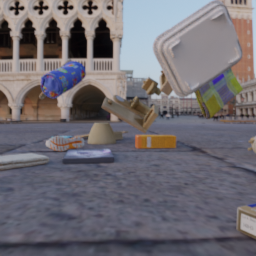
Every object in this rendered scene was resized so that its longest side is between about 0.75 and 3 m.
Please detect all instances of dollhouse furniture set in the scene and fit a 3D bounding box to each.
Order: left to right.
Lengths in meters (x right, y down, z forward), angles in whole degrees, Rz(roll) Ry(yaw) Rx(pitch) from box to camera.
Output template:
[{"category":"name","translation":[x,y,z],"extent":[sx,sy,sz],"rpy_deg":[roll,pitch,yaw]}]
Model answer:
[{"category":"dollhouse furniture set","translation":[0.645,-2.024,13.520],"extent":[2.393,2.937,2.793],"rpy_deg":[30,26,-10]}]

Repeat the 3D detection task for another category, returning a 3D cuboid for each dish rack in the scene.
[{"category":"dish rack","translation":[1.886,-1.940,7.129],"extent":[2.161,1.854,0.470],"rpy_deg":[-34,26,-2]}]

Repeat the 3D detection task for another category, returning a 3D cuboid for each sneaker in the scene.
[{"category":"sneaker","translation":[-2.455,0.644,10.812],"extent":[1.468,0.574,0.567],"rpy_deg":[3,-13,-34]}]

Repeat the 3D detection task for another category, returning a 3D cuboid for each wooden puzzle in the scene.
[{"category":"wooden puzzle","translation":[-3.125,-2.082,12.229],"extent":[1.683,0.313,1.557],"rpy_deg":[-41,14,45]}]

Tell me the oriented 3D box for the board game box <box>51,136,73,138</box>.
[{"category":"board game box","translation":[-3.549,0.582,15.050],"extent":[0.930,0.218,0.702],"rpy_deg":[1,3,15]}]

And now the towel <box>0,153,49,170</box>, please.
[{"category":"towel","translation":[-2.982,0.895,7.533],"extent":[0.974,0.253,1.470],"rpy_deg":[4,4,43]}]

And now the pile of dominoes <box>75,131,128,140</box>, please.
[{"category":"pile of dominoes","translation":[-1.598,0.567,16.323],"extent":[2.284,0.467,2.931],"rpy_deg":[-3,-4,-43]}]

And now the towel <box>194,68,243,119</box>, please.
[{"category":"towel","translation":[3.208,-1.651,10.236],"extent":[2.672,1.919,0.304],"rpy_deg":[-33,12,-34]}]

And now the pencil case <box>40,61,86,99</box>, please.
[{"category":"pencil case","translation":[-2.211,-1.714,9.590],"extent":[0.893,0.803,2.057],"rpy_deg":[27,30,2]}]

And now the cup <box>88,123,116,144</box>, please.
[{"category":"cup","translation":[-1.283,0.254,13.756],"extent":[1.388,0.993,1.388],"rpy_deg":[1,2,0]}]

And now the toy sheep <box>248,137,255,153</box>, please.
[{"category":"toy sheep","translation":[4.428,0.599,9.072],"extent":[0.806,0.806,1.168],"rpy_deg":[-1,23,-23]}]

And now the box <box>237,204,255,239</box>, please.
[{"category":"box","translation":[2.422,1.044,3.100],"extent":[2.055,0.333,1.245],"rpy_deg":[0,2,-27]}]

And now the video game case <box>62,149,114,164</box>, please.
[{"category":"video game case","translation":[-1.240,0.870,8.806],"extent":[1.443,0.192,2.020],"rpy_deg":[0,2,-8]}]

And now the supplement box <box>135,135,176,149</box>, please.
[{"category":"supplement box","translation":[1.143,0.572,11.633],"extent":[1.641,0.565,0.546],"rpy_deg":[-2,3,-7]}]
